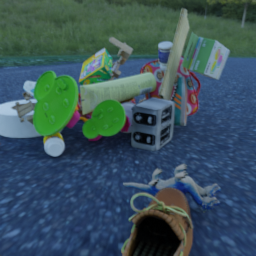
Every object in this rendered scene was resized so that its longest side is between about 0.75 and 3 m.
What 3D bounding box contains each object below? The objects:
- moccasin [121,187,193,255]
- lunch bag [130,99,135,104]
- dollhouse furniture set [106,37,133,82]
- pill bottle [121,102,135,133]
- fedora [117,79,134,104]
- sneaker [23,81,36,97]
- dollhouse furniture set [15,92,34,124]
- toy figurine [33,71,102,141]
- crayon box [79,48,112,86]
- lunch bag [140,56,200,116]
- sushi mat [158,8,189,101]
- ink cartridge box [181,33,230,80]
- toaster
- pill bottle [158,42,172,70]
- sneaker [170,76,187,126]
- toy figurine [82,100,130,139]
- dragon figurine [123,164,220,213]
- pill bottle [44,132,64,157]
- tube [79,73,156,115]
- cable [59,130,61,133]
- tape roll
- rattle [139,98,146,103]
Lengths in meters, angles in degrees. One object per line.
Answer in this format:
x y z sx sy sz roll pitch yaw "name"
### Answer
0.434 1.628 4.295 0.979 1.033 2.676 9 21 23 "moccasin"
-0.499 -1.032 12.552 1.343 0.625 1.525 -24 33 -20 "lunch bag"
-0.999 -2.351 11.539 1.145 2.585 1.340 29 53 -13 "dollhouse furniture set"
-0.010 -0.432 10.289 1.005 1.005 1.773 0 8 1 "pill bottle"
-0.348 -1.282 10.700 1.835 0.748 1.835 -16 -9 -3 "fedora"
-2.986 -1.474 10.612 2.314 0.935 0.885 19 6 26 "sneaker"
-3.280 -0.578 9.180 0.559 1.079 0.478 -28 -26 4 "dollhouse furniture set"
-1.635 -0.502 9.104 2.314 1.888 2.514 28 18 -48 "toy figurine"
-1.133 -2.084 10.016 1.039 0.509 1.749 -29 32 18 "crayon box"
1.695 -1.513 10.705 2.120 2.407 0.986 -15 4 -4 "lunch bag"
1.607 -2.340 9.602 0.179 2.957 1.415 15 0 17 "sushi mat"
2.637 -2.331 9.375 0.625 1.094 2.107 26 15 32 "ink cartridge box"
0.823 -0.156 9.107 0.934 1.423 1.573 14 24 29 "toaster"
1.297 -2.476 9.669 0.499 0.863 0.499 -4 39 3 "pill bottle"
1.676 -0.923 9.703 0.681 1.704 0.608 2 5 19 "sneaker"
-0.499 -0.089 8.551 1.415 1.063 1.303 -34 -19 12 "toy figurine"
0.884 1.367 5.796 1.981 0.985 0.583 -16 17 13 "dragon figurine"
-2.228 0.484 8.412 0.574 0.574 1.050 -6 18 -17 "pill bottle"
-0.326 -1.225 9.130 2.625 0.762 0.682 -20 -1 -25 "tube"
-2.400 -0.126 9.595 0.367 1.061 1.061 33 -10 -18 "cable"
-3.746 -0.420 10.691 2.457 0.859 2.457 0 18 0 "tape roll"
0.763 -1.583 12.036 1.821 1.301 1.185 -29 20 -39 "rattle"
